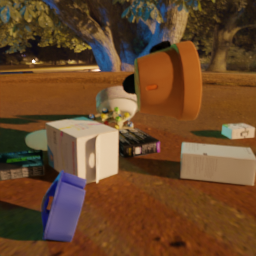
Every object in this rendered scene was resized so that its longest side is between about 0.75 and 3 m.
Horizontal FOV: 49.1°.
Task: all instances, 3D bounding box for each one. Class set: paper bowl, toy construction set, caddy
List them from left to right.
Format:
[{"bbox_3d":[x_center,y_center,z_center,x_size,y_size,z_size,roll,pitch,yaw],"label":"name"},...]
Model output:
[{"bbox_3d":[-1.487,1.725,6.174,0.829,1.580,1.117,15,14,-11],"label":"caddy"},{"bbox_3d":[-1.138,-0.227,13.813,2.494,1.149,1.635,-14,45,-22],"label":"toy construction set"},{"bbox_3d":[-0.547,-1.170,15.366,2.392,1.244,2.392,-5,-25,-2],"label":"paper bowl"}]

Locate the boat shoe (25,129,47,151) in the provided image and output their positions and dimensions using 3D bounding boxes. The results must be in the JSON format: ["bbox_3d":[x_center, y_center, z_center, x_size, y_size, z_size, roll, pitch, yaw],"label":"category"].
[{"bbox_3d":[-3.252,0.397,11.906,2.453,0.877,0.733,-6,16,-42],"label":"boat shoe"}]

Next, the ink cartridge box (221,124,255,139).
[{"bbox_3d":[5.221,0.153,13.313,1.193,0.501,0.868,-4,16,-13],"label":"ink cartridge box"}]

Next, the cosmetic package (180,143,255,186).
[{"bbox_3d":[2.870,1.136,9.148,2.250,0.913,1.269,2,14,11],"label":"cosmetic package"}]

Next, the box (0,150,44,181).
[{"bbox_3d":[-3.804,1.255,9.671,1.722,0.409,1.663,-5,14,-16],"label":"box"}]

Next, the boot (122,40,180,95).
[{"bbox_3d":[1.009,-2.530,11.764,2.841,1.085,2.387,-6,-26,5],"label":"boot"}]

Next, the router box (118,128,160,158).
[{"bbox_3d":[0.121,0.574,11.759,1.597,0.547,2.142,-7,17,-23],"label":"router box"}]

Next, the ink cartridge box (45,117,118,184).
[{"bbox_3d":[-1.482,0.729,9.362,1.551,1.592,2.477,-13,21,-38],"label":"ink cartridge box"}]

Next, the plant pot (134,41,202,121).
[{"bbox_3d":[1.216,-1.496,9.581,1.865,2.664,2.664,-6,16,-2],"label":"plant pot"}]
